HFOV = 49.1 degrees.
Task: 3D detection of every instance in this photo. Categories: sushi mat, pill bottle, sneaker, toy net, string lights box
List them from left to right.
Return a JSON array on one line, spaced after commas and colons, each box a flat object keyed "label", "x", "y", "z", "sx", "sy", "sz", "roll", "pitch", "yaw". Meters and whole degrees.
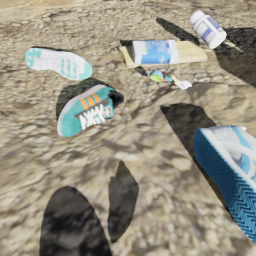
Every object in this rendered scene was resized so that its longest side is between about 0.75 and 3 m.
[{"label": "sneaker", "x": -2.095, "y": -2.123, "z": 8.924, "sx": 2.116, "sy": 0.821, "sz": 0.965, "roll": 17, "pitch": 22, "yaw": 4}, {"label": "sneaker", "x": -0.851, "y": -0.444, "z": 6.971, "sx": 0.838, "sy": 0.748, "sz": 2.097, "roll": 17, "pitch": 42, "yaw": 25}, {"label": "string lights box", "x": 0.888, "y": -2.523, "z": 9.335, "sx": 1.419, "sy": 0.418, "sz": 0.729, "roll": -3, "pitch": 60, "yaw": -7}, {"label": "sushi mat", "x": 1.219, "y": -2.630, "z": 9.935, "sx": 2.905, "sy": 0.176, "sz": 1.390, "roll": -7, "pitch": 42, "yaw": -8}, {"label": "toy net", "x": 1.211, "y": -1.316, "z": 8.065, "sx": 1.212, "sy": 0.636, "sz": 0.234, "roll": 20, "pitch": 80, "yaw": -3}, {"label": "pill bottle", "x": 2.669, "y": -3.358, "z": 9.502, "sx": 0.685, "sy": 0.685, "sz": 1.233, "roll": -28, "pitch": 73, "yaw": -28}, {"label": "sneaker", "x": 2.306, "y": 0.915, "z": 5.154, "sx": 1.159, "sy": 1.098, "sz": 2.870, "roll": -11, "pitch": 43, "yaw": -10}]
